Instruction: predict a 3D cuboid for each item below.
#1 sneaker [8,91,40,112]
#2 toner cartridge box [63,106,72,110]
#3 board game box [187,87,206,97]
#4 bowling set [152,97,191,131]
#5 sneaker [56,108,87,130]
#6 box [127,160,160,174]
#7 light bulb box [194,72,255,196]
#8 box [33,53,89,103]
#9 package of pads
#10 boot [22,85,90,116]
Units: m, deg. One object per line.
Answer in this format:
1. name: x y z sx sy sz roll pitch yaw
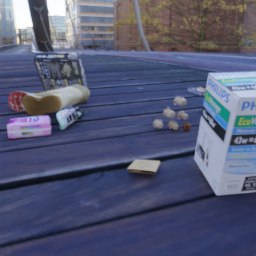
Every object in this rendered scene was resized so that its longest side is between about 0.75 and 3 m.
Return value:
1. sneaker: -4.596 -1.232 13.503 2.454 0.955 1.008 4 3 8
2. toner cartridge box: -3.299 -1.174 14.038 0.514 0.234 1.083 -21 28 -39
3. board game box: 4.409 -2.198 16.905 0.995 0.254 1.468 -9 21 -23
4. bowling set: 1.834 -0.315 10.929 1.626 1.132 0.873 -42 16 2
5. sneaker: -2.208 -0.482 11.206 1.178 0.654 1.684 -14 22 -6
6. box: 0.453 1.057 7.700 0.753 0.098 0.921 2 9 15
7. light bulb box: 3.171 0.072 6.780 2.507 2.529 1.578 -4 29 -9
8. box: -3.261 -2.425 14.020 2.180 2.704 0.664 3 48 8
9. package of pads: -3.630 -0.041 10.350 1.515 0.573 0.913 -6 19 -15
10. boot: -3.255 -1.303 12.587 2.662 0.969 2.069 -4 18 37
